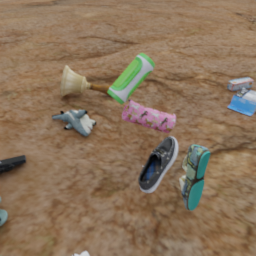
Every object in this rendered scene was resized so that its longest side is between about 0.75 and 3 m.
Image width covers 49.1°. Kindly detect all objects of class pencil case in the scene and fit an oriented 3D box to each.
[{"bbox_3d":[0.766,-0.384,10.097,1.911,0.791,0.827,17,68,-13],"label":"pencil case"}]

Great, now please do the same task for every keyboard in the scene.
[{"bbox_3d":[-4.487,1.415,9.526,1.979,0.392,1.030,-13,13,-17],"label":"keyboard"}]

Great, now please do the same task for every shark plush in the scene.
[{"bbox_3d":[-2.394,-0.314,11.643,2.197,0.998,0.915,19,69,18],"label":"shark plush"}]

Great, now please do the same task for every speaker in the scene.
[{"bbox_3d":[0.100,-1.583,9.100,1.691,0.748,0.748,-49,46,1],"label":"speaker"}]

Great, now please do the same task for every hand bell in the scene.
[{"bbox_3d":[-1.733,-2.040,13.945,2.967,1.545,1.545,10,34,-7],"label":"hand bell"}]

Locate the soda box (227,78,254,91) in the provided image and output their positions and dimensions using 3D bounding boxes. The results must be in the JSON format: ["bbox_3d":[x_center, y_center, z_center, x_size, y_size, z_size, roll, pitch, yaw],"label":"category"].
[{"bbox_3d":[5.919,-2.306,14.782,1.335,0.424,0.456,-12,36,-18],"label":"soda box"}]

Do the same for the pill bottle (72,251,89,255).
[{"bbox_3d":[-1.331,3.280,6.460,0.955,0.556,0.556,-18,38,-24],"label":"pill bottle"}]

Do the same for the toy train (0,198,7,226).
[{"bbox_3d":[-4.404,2.124,7.805,1.443,1.079,2.532,-29,43,-22],"label":"toy train"}]

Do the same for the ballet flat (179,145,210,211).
[{"bbox_3d":[1.808,1.369,7.925,0.748,2.015,0.748,8,22,-3],"label":"ballet flat"}]

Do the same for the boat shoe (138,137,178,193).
[{"bbox_3d":[0.816,0.919,7.907,0.651,0.617,1.861,20,65,35],"label":"boat shoe"}]

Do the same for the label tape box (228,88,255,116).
[{"bbox_3d":[5.564,-1.244,13.140,1.140,0.526,1.591,27,41,34],"label":"label tape box"}]
